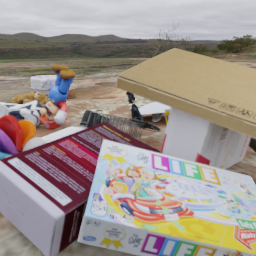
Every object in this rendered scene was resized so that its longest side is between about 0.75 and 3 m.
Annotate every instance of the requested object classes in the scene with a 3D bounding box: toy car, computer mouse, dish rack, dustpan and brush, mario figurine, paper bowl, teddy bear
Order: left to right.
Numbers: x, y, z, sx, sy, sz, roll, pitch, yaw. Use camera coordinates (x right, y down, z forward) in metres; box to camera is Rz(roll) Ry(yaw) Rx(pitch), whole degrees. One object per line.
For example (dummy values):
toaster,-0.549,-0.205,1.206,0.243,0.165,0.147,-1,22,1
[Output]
toy car,-2.364,0.367,5.369,1.315,1.127,1.503,12,35,27
teddy bear,-4.327,-1.316,12.245,1.482,0.495,1.075,8,21,26
paper bowl,-4.153,-2.210,14.487,1.651,0.859,1.651,0,17,0
mario figurine,-2.229,-0.841,8.291,1.029,1.941,1.198,14,23,-10
dish rack,-0.149,-0.043,7.307,1.888,0.515,1.448,11,-3,22
computer mouse,0.167,-0.517,8.020,0.265,1.151,0.808,-21,35,10
dustpan and brush,1.096,-0.611,10.014,1.495,0.613,2.142,-5,22,18

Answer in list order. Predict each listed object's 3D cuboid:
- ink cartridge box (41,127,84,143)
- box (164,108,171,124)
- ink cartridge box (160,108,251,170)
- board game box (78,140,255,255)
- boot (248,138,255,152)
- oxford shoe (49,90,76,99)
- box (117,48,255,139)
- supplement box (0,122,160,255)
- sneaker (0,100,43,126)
ink cartridge box,-1.337,0.434,6.681,1.423,0.443,1.768,9,20,26
box,2.148,-0.384,8.105,2.105,0.738,0.677,-14,13,-20
ink cartridge box,1.672,0.128,5.633,2.044,1.508,0.875,-15,34,-42
board game box,0.676,0.963,3.598,2.337,0.400,1.571,14,26,-5
boot,3.100,0.351,6.606,0.898,0.435,0.336,24,65,21
oxford shoe,-3.090,-1.572,13.154,1.271,0.453,0.453,-13,23,-32
box,1.503,-0.812,5.150,2.683,0.285,2.193,24,39,28
supplement box,-0.704,0.749,4.566,1.365,0.764,2.509,29,30,27
sneaker,-3.475,-0.525,9.277,1.825,0.728,1.187,7,17,21
